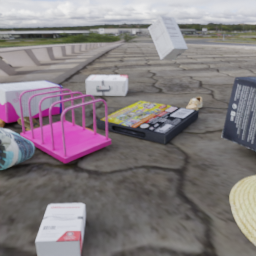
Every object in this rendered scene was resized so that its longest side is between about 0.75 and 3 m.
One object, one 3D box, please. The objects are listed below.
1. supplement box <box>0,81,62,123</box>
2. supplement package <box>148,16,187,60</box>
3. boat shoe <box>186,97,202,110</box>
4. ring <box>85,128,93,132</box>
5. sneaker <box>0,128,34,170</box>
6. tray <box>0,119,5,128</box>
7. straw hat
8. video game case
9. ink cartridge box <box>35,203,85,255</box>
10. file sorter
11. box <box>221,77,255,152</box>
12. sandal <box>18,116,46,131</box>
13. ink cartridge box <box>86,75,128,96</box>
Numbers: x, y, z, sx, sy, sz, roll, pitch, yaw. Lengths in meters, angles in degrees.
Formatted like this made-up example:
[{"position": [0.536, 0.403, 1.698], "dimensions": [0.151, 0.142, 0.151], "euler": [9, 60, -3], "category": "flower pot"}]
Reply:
[{"position": [-3.328, -0.925, 9.329], "dimensions": [1.040, 1.018, 2.012], "euler": [21, 24, 36], "category": "supplement box"}, {"position": [1.304, -2.950, 9.234], "dimensions": [0.674, 1.231, 0.700], "euler": [-11, -14, -37], "category": "supplement package"}, {"position": [2.437, -0.885, 10.368], "dimensions": [0.440, 0.413, 1.193], "euler": [11, 23, 27], "category": "boat shoe"}, {"position": [-1.631, 0.273, 7.683], "dimensions": [1.464, 0.140, 1.464], "euler": [0, 21, 0], "category": "ring"}, {"position": [-3.323, 0.396, 6.562], "dimensions": [2.598, 1.008, 1.122], "euler": [15, 8, 27], "category": "sneaker"}, {"position": [-4.206, -0.224, 8.935], "dimensions": [0.504, 0.189, 1.021], "euler": [-5, 20, -13], "category": "tray"}, {"position": [3.035, 0.940, 4.364], "dimensions": [2.873, 1.216, 2.873], "euler": [1, 20, 0], "category": "straw hat"}, {"position": [0.686, -0.274, 8.871], "dimensions": [2.314, 0.327, 2.561], "euler": [13, 25, 31], "category": "video game case"}, {"position": [-0.952, 1.493, 4.114], "dimensions": [0.593, 0.335, 0.808], "euler": [-1, 21, -2], "category": "ink cartridge box"}, {"position": [-1.641, -0.237, 7.066], "dimensions": [2.038, 1.278, 1.416], "euler": [19, 28, 40], "category": "file sorter"}, {"position": [4.291, -0.193, 6.415], "dimensions": [2.986, 1.554, 2.719], "euler": [-8, 25, -35], "category": "box"}, {"position": [-2.818, -0.018, 8.289], "dimensions": [1.136, 0.307, 0.456], "euler": [24, 31, 18], "category": "sandal"}, {"position": [-0.938, -1.935, 12.712], "dimensions": [1.752, 0.743, 1.276], "euler": [3, 21, 4], "category": "ink cartridge box"}]
